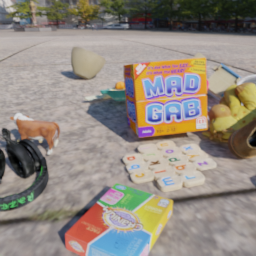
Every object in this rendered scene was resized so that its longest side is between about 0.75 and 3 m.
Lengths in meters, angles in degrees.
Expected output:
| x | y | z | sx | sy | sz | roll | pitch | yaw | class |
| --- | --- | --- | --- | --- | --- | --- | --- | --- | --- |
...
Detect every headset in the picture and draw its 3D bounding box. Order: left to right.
| x | y | z | sx | sy | sz | roll | pitch | yaw | class |
| --- | --- | --- | --- | --- | --- | --- | --- | --- | --- |
| -2.562 | 0.850 | 6.044 | 1.503 | 1.144 | 2.434 | -12 | 40 | -20 | headset |

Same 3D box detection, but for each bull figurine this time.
| x | y | z | sx | sy | sz | roll | pitch | yaw | class |
| --- | --- | --- | --- | --- | --- | --- | --- | --- | --- |
| -2.441 | 0.133 | 7.256 | 1.521 | 0.923 | 0.495 | 7 | 13 | 23 | bull figurine |

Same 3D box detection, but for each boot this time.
| x | y | z | sx | sy | sz | roll | pitch | yaw | class |
| --- | --- | --- | --- | --- | --- | --- | --- | --- | --- |
| 3.828 | -0.237 | 6.578 | 2.955 | 1.088 | 1.115 | -33 | -12 | -7 | boot |

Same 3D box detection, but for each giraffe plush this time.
| x | y | z | sx | sy | sz | roll | pitch | yaw | class |
| --- | --- | --- | --- | --- | --- | --- | --- | --- | --- |
| 2.910 | -0.236 | 8.000 | 1.512 | 1.609 | 1.865 | -18 | 62 | -16 | giraffe plush |

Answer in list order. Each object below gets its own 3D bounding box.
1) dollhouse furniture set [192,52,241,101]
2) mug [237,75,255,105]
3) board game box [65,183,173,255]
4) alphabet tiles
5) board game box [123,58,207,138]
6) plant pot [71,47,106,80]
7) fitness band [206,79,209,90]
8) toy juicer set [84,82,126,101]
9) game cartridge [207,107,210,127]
| x | y | z | sx | sy | sz | roll | pitch | yaw | class |
| --- | --- | --- | --- | --- | --- | --- | --- | --- | --- |
| 3.312 | -1.679 | 12.283 | 2.361 | 1.540 | 2.229 | 38 | 64 | 12 | dollhouse furniture set |
| 4.775 | -1.115 | 10.167 | 1.785 | 1.318 | 1.565 | 41 | 25 | 14 | mug |
| -0.079 | 1.571 | 4.613 | 1.186 | 0.312 | 1.550 | 11 | 25 | 25 | board game box |
| 0.921 | 0.818 | 6.573 | 1.950 | 0.146 | 1.994 | -9 | 24 | -10 | alphabet tiles |
| 0.989 | -0.945 | 8.117 | 1.919 | 1.919 | 1.920 | -7 | 13 | -7 | board game box |
| -2.287 | -3.349 | 15.052 | 1.883 | 1.264 | 1.883 | 19 | -1 | 0 | plant pot |
| 2.050 | -1.943 | 11.275 | 1.750 | 0.456 | 2.437 | -23 | 45 | -39 | fitness band |
| -0.204 | -1.525 | 11.264 | 2.702 | 0.735 | 1.719 | 1 | 15 | 21 | toy juicer set |
| 2.632 | -0.329 | 8.969 | 0.661 | 0.203 | 0.992 | 40 | 35 | 0 | game cartridge |
